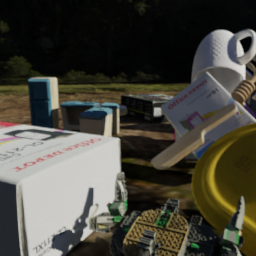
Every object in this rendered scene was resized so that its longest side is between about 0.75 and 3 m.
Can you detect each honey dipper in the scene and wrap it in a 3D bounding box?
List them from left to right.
[{"bbox_3d":[2.185,-0.965,4.596,1.345,0.255,0.255,-48,27,-10],"label":"honey dipper"}]

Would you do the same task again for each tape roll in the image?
[{"bbox_3d":[5.411,-0.680,11.449,2.044,0.671,2.044,-1,11,0],"label":"tape roll"}]

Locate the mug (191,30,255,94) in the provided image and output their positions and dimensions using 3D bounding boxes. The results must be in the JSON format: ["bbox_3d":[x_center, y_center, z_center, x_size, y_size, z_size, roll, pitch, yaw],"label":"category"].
[{"bbox_3d":[2.097,-1.513,6.019,1.080,1.282,1.462,28,-32,-26],"label":"mug"}]

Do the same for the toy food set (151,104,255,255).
[{"bbox_3d":[1.730,0.799,3.264,1.662,0.923,2.825,-40,33,-9],"label":"toy food set"}]

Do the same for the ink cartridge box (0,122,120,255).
[{"bbox_3d":[-1.639,0.680,3.919,2.605,1.079,1.899,6,13,27],"label":"ink cartridge box"}]

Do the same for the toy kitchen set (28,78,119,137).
[{"bbox_3d":[-1.869,-0.560,8.244,2.960,1.744,2.372,2,12,11],"label":"toy kitchen set"}]

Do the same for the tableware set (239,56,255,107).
[{"bbox_3d":[2.767,-0.691,6.686,0.451,1.980,2.939,32,27,-20],"label":"tableware set"}]

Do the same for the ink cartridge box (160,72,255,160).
[{"bbox_3d":[1.567,-0.077,5.385,1.642,1.187,0.695,57,9,34],"label":"ink cartridge box"}]

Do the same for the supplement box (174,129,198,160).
[{"bbox_3d":[1.722,0.092,7.096,0.961,0.941,1.860,0,12,2],"label":"supplement box"}]

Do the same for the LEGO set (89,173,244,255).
[{"bbox_3d":[0.421,1.304,2.392,1.655,0.722,2.548,-11,27,-1],"label":"LEGO set"}]

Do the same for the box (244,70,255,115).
[{"bbox_3d":[4.018,-1.052,9.020,0.386,2.380,1.442,-36,-27,4],"label":"box"}]

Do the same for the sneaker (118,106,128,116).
[{"bbox_3d":[-0.629,-0.645,12.104,1.230,0.464,0.708,-2,18,30],"label":"sneaker"}]

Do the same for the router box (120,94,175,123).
[{"bbox_3d":[1.186,-0.915,12.055,2.083,0.864,2.780,-6,14,-27],"label":"router box"}]
